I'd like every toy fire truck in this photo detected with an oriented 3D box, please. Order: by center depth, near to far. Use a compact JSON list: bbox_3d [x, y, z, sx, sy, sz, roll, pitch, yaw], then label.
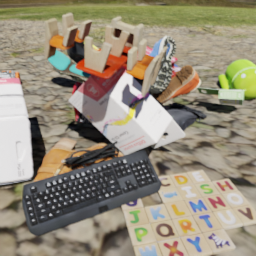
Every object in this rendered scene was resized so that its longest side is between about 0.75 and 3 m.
[{"bbox_3d":[1.700,-2.457,12.161,1.713,1.143,2.039,-3,27,-30],"label":"toy fire truck"}]

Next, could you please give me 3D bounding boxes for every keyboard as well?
[{"bbox_3d":[-0.733,0.986,5.699,2.807,0.556,1.461,-14,57,-25],"label":"keyboard"}]

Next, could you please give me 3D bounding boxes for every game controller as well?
[{"bbox_3d":[-0.321,-1.361,7.365,2.940,0.619,1.533,34,-5,-19],"label":"game controller"}]

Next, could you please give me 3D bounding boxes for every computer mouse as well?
[{"bbox_3d":[1.554,-0.379,8.882,1.376,0.524,1.987,20,34,30],"label":"computer mouse"}]

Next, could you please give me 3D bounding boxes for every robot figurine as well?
[{"bbox_3d":[4.535,-1.888,10.899,1.874,1.235,2.136,-18,27,12],"label":"robot figurine"}]

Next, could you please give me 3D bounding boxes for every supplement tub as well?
[{"bbox_3d":[-5.141,-2.039,11.763,1.106,0.678,0.678,-6,29,-12],"label":"supplement tub"}]

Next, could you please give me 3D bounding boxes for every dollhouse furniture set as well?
[{"bbox_3d":[-0.336,-1.458,5.663,2.070,1.066,2.048,22,35,8],"label":"dollhouse furniture set"}]

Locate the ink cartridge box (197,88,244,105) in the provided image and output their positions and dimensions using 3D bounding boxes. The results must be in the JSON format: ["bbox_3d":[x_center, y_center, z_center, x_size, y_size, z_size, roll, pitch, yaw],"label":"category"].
[{"bbox_3d":[3.080,-1.051,9.399,1.471,0.353,1.070,5,-3,21],"label":"ink cartridge box"}]

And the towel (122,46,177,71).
[{"bbox_3d":[0.468,-2.622,10.651,2.452,0.276,1.773,-25,44,-37],"label":"towel"}]

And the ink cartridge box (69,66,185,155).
[{"bbox_3d":[-0.035,-0.244,6.564,0.840,2.488,1.449,-52,12,-32],"label":"ink cartridge box"}]

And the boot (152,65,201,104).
[{"bbox_3d":[1.443,-1.111,8.387,0.839,1.565,0.587,27,35,-50],"label":"boot"}]

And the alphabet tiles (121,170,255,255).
[{"bbox_3d":[1.196,1.630,5.658,2.579,0.097,2.156,-7,29,-11],"label":"alphabet tiles"}]

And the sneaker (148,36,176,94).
[{"bbox_3d":[0.872,-1.782,8.144,0.661,1.683,0.750,21,-10,-32],"label":"sneaker"}]

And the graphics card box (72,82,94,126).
[{"bbox_3d":[-0.393,-0.510,8.138,2.385,0.607,1.497,12,27,-24],"label":"graphics card box"}]

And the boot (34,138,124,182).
[{"bbox_3d":[-1.049,0.960,6.311,1.871,0.718,1.453,18,40,4],"label":"boot"}]

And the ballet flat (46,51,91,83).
[{"bbox_3d":[-2.322,-2.296,11.216,2.373,0.893,0.805,27,63,11],"label":"ballet flat"}]

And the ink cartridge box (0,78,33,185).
[{"bbox_3d":[-2.886,-0.016,6.609,0.967,1.661,2.280,-8,31,-24],"label":"ink cartridge box"}]

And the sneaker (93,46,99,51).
[{"bbox_3d":[-0.980,-2.463,9.544,1.426,0.557,0.644,31,-17,-27],"label":"sneaker"}]
